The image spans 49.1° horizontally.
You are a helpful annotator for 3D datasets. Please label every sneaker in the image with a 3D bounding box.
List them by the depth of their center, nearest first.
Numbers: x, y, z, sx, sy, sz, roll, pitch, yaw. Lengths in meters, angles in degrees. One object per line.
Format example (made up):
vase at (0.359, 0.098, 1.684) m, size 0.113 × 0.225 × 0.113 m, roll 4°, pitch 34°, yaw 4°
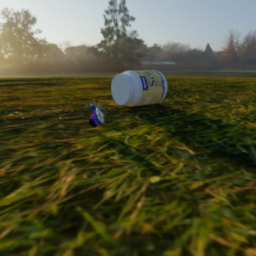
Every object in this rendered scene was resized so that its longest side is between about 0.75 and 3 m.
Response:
sneaker at (-1.246, -0.358, 10.539) m, size 0.583 × 0.407 × 1.171 m, roll -36°, pitch 21°, yaw 8°

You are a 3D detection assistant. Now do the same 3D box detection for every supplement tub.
supplement tub at (0.613, -2.228, 15.738) m, size 2.706 × 1.967 × 1.967 m, roll -10°, pitch 17°, yaw -37°

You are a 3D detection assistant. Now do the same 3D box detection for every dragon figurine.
dragon figurine at (-1.545, -0.912, 13.225) m, size 1.063 × 0.528 × 0.313 m, roll 26°, pitch 41°, yaw -15°
